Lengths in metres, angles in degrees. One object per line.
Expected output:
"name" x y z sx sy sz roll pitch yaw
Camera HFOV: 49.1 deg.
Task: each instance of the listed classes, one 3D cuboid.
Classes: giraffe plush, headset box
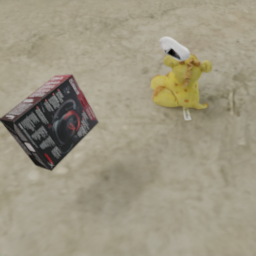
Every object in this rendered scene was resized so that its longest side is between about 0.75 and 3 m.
"giraffe plush" 2.282 -2.111 11.842 2.481 2.332 2.875 -12 45 -12
"headset box" -2.080 -0.280 8.155 0.916 1.814 2.441 7 45 42

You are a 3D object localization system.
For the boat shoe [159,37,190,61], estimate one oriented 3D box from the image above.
"boat shoe" 1.371 -2.469 8.895 0.434 0.456 1.268 -31 59 -24
